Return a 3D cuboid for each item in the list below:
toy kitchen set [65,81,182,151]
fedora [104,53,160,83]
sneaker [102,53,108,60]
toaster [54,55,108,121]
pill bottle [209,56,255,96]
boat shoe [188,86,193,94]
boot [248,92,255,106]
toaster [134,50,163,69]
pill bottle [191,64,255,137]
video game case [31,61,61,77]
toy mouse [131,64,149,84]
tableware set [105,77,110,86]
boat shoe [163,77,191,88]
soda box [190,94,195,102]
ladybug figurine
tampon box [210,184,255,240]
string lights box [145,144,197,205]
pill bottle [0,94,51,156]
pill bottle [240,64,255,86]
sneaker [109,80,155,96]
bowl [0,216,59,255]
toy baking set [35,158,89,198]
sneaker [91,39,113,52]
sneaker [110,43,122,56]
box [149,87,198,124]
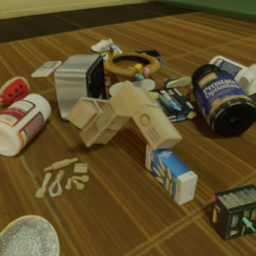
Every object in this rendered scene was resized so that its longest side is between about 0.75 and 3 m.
[{"bbox_3d":[-0.324,0.186,7.973,1.951,2.391,2.157,2,49,-54],"label":"toy kitchen set"},{"bbox_3d":[0.145,-2.643,13.133,2.706,1.104,2.706,-1,33,0],"label":"fedora"},{"bbox_3d":[-1.714,-3.592,14.973,0.608,0.589,1.664,24,41,30],"label":"sneaker"},{"bbox_3d":[-1.691,-1.433,10.600,1.373,2.092,2.314,3,34,10],"label":"toaster"},{"bbox_3d":[4.650,-2.219,12.387,1.234,1.234,2.222,-24,45,-30],"label":"pill bottle"},{"bbox_3d":[3.133,-1.769,12.511,1.259,0.477,0.452,-17,8,-32],"label":"boat shoe"},{"bbox_3d":[4.610,-0.644,10.597,1.671,0.664,1.919,-15,44,15],"label":"boot"},{"bbox_3d":[1.061,-3.607,14.834,1.185,0.778,1.311,-9,36,-12],"label":"toaster"},{"bbox_3d":[3.331,-1.128,10.281,1.605,1.605,2.870,-5,41,-7],"label":"pill bottle"},{"bbox_3d":[-2.874,-2.075,9.884,0.681,0.086,0.951,2,40,27],"label":"video game case"},{"bbox_3d":[0.610,-2.247,11.614,1.002,0.890,0.194,-29,14,-31],"label":"toy mouse"},{"bbox_3d":[-1.940,-2.143,12.928,2.227,0.258,1.861,16,39,5],"label":"tableware set"},{"bbox_3d":[2.289,-2.170,12.953,1.416,0.508,0.479,-15,46,-22],"label":"boat shoe"},{"bbox_3d":[3.173,-1.360,11.885,1.013,0.324,0.343,-12,6,-15],"label":"soda box"},{"bbox_3d":[-4.659,-1.485,11.569,0.557,1.051,1.549,25,48,16],"label":"ladybug figurine"},{"bbox_3d":[2.649,1.968,6.632,1.132,0.848,0.715,-9,27,-13],"label":"tampon box"},{"bbox_3d":[1.143,1.194,7.803,0.503,0.877,1.708,-17,38,-23],"label":"string lights box"},{"bbox_3d":[-3.623,-0.183,9.458,1.258,1.258,2.203,9,36,13],"label":"pill bottle"},{"bbox_3d":[4.911,-2.120,11.237,0.882,0.500,0.500,-41,49,-21],"label":"pill bottle"},{"bbox_3d":[0.183,-1.651,12.274,1.966,0.727,0.805,-6,0,3],"label":"sneaker"},{"bbox_3d":[-2.208,2.565,5.672,0.701,1.494,1.494,-16,23,35],"label":"bowl"},{"bbox_3d":[-1.906,1.408,8.096,1.652,0.192,1.268,-14,37,-20],"label":"toy baking set"},{"bbox_3d":[-1.615,-5.041,17.091,1.415,0.572,0.541,-19,41,-24],"label":"sneaker"},{"bbox_3d":[-0.771,-4.662,16.665,0.523,0.470,1.272,-11,44,-17],"label":"sneaker"},{"bbox_3d":[1.603,-0.918,11.180,1.558,0.451,1.960,-10,38,-15],"label":"box"}]
